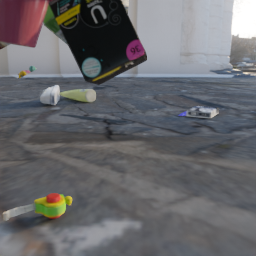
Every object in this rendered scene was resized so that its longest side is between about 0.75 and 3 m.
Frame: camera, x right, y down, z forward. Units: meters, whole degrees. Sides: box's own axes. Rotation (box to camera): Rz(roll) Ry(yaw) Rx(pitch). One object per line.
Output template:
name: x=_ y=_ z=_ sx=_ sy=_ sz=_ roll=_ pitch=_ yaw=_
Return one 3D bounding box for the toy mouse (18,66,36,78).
toy mouse: x=-3.439 y=-1.938 z=9.559 sx=0.913 sy=0.177 sz=0.812 roll=-11 pitch=26 yaw=39

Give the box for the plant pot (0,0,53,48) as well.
plant pot: x=-2.318 y=-2.408 z=5.594 sx=1.576 sy=1.411 sz=1.576 roll=10 pitch=14 yaw=-2

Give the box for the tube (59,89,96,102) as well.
tube: x=-2.401 y=-1.563 z=13.352 sx=2.310 sy=0.670 sz=0.600 roll=11 pitch=59 yaw=47

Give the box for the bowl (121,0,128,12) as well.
bowl: x=-0.370 y=-3.813 z=8.881 sx=0.568 sy=1.211 sz=1.211 roll=43 pitch=25 yaw=10

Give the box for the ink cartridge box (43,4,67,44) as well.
ink cartridge box: x=-2.343 y=-3.950 z=9.352 sx=0.716 sy=2.414 sz=1.253 roll=-34 pitch=-33 yaw=15

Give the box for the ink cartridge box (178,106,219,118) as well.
ink cartridge box: x=2.418 y=-0.561 z=9.571 sx=1.101 sy=0.239 sz=1.091 roll=6 pitch=15 yaw=29

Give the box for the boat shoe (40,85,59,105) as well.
boat shoe: x=-3.454 y=-1.492 z=12.413 sx=0.685 sy=0.771 sz=2.096 roll=2 pitch=12 yaw=-9

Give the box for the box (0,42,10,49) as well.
box: x=-3.785 y=-3.305 z=8.625 sx=0.401 sy=1.270 sz=2.308 roll=16 pitch=46 yaw=27

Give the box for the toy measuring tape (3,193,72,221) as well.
toy measuring tape: x=-0.970 y=0.915 z=3.130 sx=0.766 sy=0.282 sz=0.282 roll=-9 pitch=16 yaw=-35

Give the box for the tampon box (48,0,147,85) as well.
tampon box: x=-0.707 y=-2.472 z=7.285 sx=1.643 sy=2.193 sz=1.384 roll=-26 pitch=2 yaw=8
